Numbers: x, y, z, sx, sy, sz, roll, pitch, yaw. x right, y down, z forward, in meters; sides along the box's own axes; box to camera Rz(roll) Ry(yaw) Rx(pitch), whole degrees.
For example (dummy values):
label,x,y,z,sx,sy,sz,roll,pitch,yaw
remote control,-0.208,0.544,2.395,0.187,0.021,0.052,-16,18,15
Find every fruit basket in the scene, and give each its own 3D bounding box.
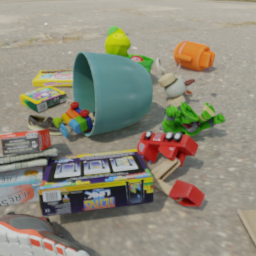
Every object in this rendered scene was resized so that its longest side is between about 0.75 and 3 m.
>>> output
label,x,y,z,sx,sy,sz,roll,pitch,yaw
fruit basket,-0.340,-3.409,13.324,2.878,2.878,2.076,-11,25,-17

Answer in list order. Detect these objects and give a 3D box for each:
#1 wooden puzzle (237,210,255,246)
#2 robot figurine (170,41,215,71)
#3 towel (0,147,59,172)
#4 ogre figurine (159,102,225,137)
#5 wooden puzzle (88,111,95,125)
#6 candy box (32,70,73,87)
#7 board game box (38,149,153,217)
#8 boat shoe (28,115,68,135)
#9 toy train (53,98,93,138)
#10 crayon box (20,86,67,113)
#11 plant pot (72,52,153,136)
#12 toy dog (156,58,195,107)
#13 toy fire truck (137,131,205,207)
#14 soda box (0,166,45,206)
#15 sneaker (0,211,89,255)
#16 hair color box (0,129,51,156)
label,x,y,z,sx,sy,sz,roll,pitch,yaw
wooden puzzle,3.642,2.516,6.037,2.053,0.382,1.899,1,31,-7
robot figurine,3.597,-4.040,15.673,2.449,1.428,1.761,27,72,35
towel,-3.090,0.924,7.808,2.221,0.384,2.139,-11,1,-19
ogre figurine,1.957,-0.188,9.232,2.215,1.328,1.087,-14,70,-37
wooden puzzle,-0.634,-0.501,10.240,1.623,0.302,1.501,-18,29,-18
candy box,-3.246,-2.512,14.016,2.734,0.361,1.397,-1,37,5
board game box,-0.821,1.277,7.150,2.538,0.720,2.098,-5,13,-7
boat shoe,-2.909,-0.132,10.122,1.648,0.534,0.603,7,33,11
toy train,-2.206,-0.398,10.038,1.119,0.818,1.933,-30,46,-26
crayon box,-3.639,-1.268,12.064,1.300,0.439,1.506,24,38,35
plant pot,-0.520,-1.254,9.955,2.295,2.860,2.860,-7,32,-24
toy dog,2.215,-2.018,12.201,1.370,1.876,2.844,-22,36,19
toy fire truck,1.067,1.022,7.741,2.550,0.622,1.798,2,60,50
soda box,-3.202,1.553,7.261,2.070,0.658,0.708,-7,32,-9
sneaker,-1.823,2.255,5.920,2.486,0.958,1.018,13,26,17
hair color box,-2.777,0.360,7.838,0.949,0.572,1.869,-7,2,-8
